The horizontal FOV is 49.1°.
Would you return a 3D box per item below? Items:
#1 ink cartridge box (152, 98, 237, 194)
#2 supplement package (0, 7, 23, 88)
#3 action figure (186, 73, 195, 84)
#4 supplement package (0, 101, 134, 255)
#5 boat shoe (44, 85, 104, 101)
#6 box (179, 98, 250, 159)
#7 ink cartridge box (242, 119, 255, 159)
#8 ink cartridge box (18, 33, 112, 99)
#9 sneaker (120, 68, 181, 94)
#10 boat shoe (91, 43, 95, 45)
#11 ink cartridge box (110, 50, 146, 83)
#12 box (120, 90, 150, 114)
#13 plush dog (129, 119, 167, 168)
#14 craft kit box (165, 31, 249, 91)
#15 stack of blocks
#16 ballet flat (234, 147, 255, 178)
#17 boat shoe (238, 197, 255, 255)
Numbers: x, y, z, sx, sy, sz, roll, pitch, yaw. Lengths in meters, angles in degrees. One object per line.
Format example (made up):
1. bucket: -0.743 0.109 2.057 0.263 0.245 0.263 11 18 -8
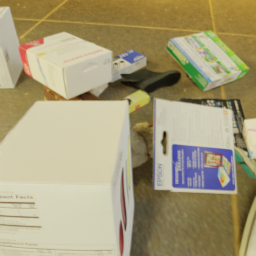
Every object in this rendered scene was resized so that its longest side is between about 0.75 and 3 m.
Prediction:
1. ink cartridge box: 1.686 0.516 7.408 2.372 0.557 2.344 6 75 -14
2. supplement package: -5.352 -3.162 11.176 1.423 2.566 1.999 -2 42 -2
3. action figure: 2.877 -2.067 11.484 0.644 0.553 1.083 -10 38 -33
4. supplement package: -1.029 1.285 5.574 2.086 2.837 2.713 0 31 6
5. boat shoe: -1.839 -0.992 9.952 2.898 0.979 1.043 19 45 20
6. box: 2.679 -0.009 8.846 2.022 0.506 2.037 -1 59 0
7. ink cartridge box: 3.645 0.234 7.820 0.652 0.669 1.042 -7 47 9
8. ink cartridge box: -2.194 -2.291 9.861 2.047 1.187 2.774 -30 47 -34
9. sneaker: 0.921 -2.056 11.358 2.299 0.690 1.199 -24 49 -21
10. boat shoe: -1.847 -3.398 12.448 0.785 0.905 2.124 -1 28 23
11. ink cartridge box: -0.274 -2.755 12.304 2.109 0.466 0.992 -32 52 -31
12. box: 0.137 -0.915 10.337 1.438 0.360 0.541 -30 50 -30
13. plush dog: 0.331 0.457 7.921 1.938 2.256 1.810 -19 78 -7
14. craft kit box: 3.250 -2.849 11.499 2.514 0.618 2.546 -22 65 -27
15. stack of blocks: -1.270 -1.894 10.989 0.959 0.488 1.666 30 67 29
16. ballet flat: 3.299 0.898 7.945 0.370 0.401 1.188 -41 98 -18
17. boat shoe: 3.483 1.969 6.560 1.017 1.111 2.972 22 45 30
